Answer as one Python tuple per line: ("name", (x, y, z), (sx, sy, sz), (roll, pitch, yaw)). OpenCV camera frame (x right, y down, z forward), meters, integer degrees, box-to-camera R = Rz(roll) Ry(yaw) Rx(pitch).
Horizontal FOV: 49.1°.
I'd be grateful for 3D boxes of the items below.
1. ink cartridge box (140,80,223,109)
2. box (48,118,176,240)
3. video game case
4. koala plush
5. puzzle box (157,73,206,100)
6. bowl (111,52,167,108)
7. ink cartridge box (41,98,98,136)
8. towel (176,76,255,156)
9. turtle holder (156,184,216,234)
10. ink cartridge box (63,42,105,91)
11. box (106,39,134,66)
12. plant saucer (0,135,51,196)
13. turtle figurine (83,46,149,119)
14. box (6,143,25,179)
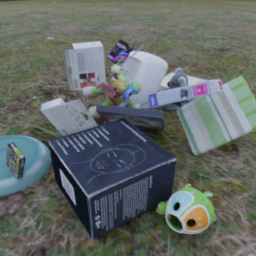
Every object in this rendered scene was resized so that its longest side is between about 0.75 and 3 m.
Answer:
("ink cartridge box", (1.673, -1.057, 9.015), (2.380, 0.499, 1.420), (-13, 2, 33))
("box", (-0.505, 1.200, 7.901), (2.560, 1.614, 2.604), (-19, 37, -27))
("video game case", (0.227, -0.333, 9.980), (2.126, 0.282, 2.977), (6, -5, 8))
("koala plush", (2.303, -1.782, 12.670), (1.506, 1.638, 1.453), (2, 32, 3))
("puzzle box", (3.051, -2.086, 14.328), (2.945, 0.374, 1.959), (21, 38, 31))
("bowl", (0.178, -1.924, 11.346), (0.968, 2.593, 2.590), (23, 10, -34))
("ink cartridge box", (-1.706, -0.333, 8.462), (1.245, 1.434, 0.312), (-16, 49, 12))
("towel", (3.117, -0.368, 9.612), (2.563, 0.393, 1.912), (-28, 66, 24))
("turtle holder", (1.393, 2.042, 7.068), (1.022, 1.093, 1.439), (-25, 40, -33))
("ink cartridge box", (-1.841, -2.585, 11.840), (1.607, 1.830, 0.767), (-9, 33, -13))
("box", (-0.300, -2.813, 10.504), (0.644, 0.163, 0.901), (34, 86, 13))
("plant saucer", (-4.100, 1.075, 9.292), (2.992, 0.410, 2.992), (1, 33, 0))
("turtle figurine", (-0.262, -1.297, 10.244), (2.420, 1.796, 2.496), (-14, 37, 34))
("box", (-3.331, 0.976, 8.261), (0.703, 0.878, 0.194), (41, 40, 24))
